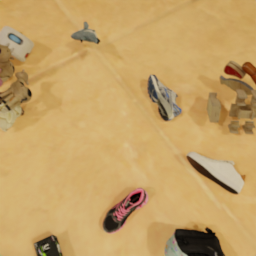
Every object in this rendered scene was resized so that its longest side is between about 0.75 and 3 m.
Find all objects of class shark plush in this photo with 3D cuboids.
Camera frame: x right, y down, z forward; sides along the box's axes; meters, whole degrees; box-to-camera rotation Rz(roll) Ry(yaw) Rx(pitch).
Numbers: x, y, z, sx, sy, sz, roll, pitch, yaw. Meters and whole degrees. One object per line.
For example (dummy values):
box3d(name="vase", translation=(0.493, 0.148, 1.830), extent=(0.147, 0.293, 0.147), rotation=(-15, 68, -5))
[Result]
box3d(name="shark plush", translation=(-1.505, -3.266, 10.408), extent=(0.692, 0.755, 1.662), rotation=(-28, 52, -21))

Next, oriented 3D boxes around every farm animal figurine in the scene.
box3d(name="farm animal figurine", translation=(-4.264, -2.030, 9.420), extent=(1.422, 2.698, 2.728), rotation=(-40, 110, -13))

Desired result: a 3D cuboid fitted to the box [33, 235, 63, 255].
box3d(name="box", translation=(-2.198, 3.509, 7.819), extent=(0.593, 0.496, 0.798), rotation=(-23, 65, -11))

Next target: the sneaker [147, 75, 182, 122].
box3d(name="sneaker", translation=(1.307, -1.131, 10.117), extent=(0.805, 0.728, 1.889), rotation=(-17, 72, -19))

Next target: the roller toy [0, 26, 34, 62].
box3d(name="roller toy", translation=(-4.294, -3.209, 10.671), extent=(1.247, 1.366, 0.955), rotation=(30, 88, 25))

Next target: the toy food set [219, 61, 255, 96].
box3d(name="toy food set", translation=(4.320, -1.560, 9.300), extent=(2.741, 1.743, 0.432), rotation=(36, 77, 32))

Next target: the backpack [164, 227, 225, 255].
box3d(name="backpack", translation=(1.746, 3.301, 7.421), extent=(1.515, 0.959, 1.264), rotation=(17, 22, -18))

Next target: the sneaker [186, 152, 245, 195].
box3d(name="sneaker", translation=(2.779, 1.227, 8.861), extent=(1.954, 0.711, 0.827), rotation=(35, 72, 4))

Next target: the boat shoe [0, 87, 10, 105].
box3d(name="boat shoe", translation=(-4.533, -1.081, 9.867), extent=(1.124, 0.404, 0.382), rotation=(-42, 105, 9))

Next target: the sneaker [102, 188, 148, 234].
box3d(name="sneaker", translation=(-0.101, 2.366, 8.222), extent=(1.710, 0.816, 0.676), rotation=(-42, 72, -17))

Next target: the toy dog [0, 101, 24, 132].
box3d(name="toy dog", translation=(-3.993, -0.466, 9.594), extent=(0.739, 1.027, 1.059), rotation=(3, 31, 8))

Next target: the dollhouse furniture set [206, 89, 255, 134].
box3d(name="dollhouse furniture set", translation=(3.543, -0.659, 9.487), extent=(1.553, 1.361, 1.032), rotation=(4, 31, 6))
